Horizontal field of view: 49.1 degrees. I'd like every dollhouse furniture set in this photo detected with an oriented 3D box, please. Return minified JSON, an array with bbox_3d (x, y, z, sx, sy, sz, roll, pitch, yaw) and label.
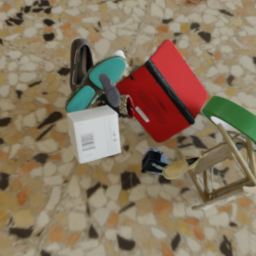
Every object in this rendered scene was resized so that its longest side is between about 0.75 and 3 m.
[{"bbox_3d":[0.393,-2.013,10.737,1.119,1.780,2.013,15,38,-14],"label":"dollhouse furniture set"}]

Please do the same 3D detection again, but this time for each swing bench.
[{"bbox_3d":[2.920,1.307,8.855,1.407,2.156,2.168,4,62,-31],"label":"swing bench"}]

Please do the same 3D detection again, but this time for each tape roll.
[{"bbox_3d":[3.654,-0.052,9.193,2.581,2.581,0.620,37,93,17],"label":"tape roll"}]

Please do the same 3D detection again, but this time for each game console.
[{"bbox_3d":[1.259,-1.282,10.183,2.399,2.784,1.652,-33,20,23],"label":"game console"}]

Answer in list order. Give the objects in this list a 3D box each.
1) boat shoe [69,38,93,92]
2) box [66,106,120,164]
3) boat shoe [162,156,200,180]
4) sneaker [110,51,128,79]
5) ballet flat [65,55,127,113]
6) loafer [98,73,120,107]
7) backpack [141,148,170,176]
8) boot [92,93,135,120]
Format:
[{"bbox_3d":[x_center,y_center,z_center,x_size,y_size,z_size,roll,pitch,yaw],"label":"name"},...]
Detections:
[{"bbox_3d":[-1.733,-2.006,10.513,0.884,2.643,0.753,-13,33,-24],"label":"boat shoe"},{"bbox_3d":[-0.993,0.163,8.133,1.301,1.295,0.851,-14,27,-20],"label":"box"},{"bbox_3d":[1.612,1.124,8.428,1.296,0.493,0.464,-23,71,-28],"label":"boat shoe"},{"bbox_3d":[-0.584,-1.822,9.518,0.572,1.627,0.652,-8,60,-41],"label":"sneaker"},{"bbox_3d":[-1.090,-1.423,8.945,2.510,0.932,0.932,-40,68,10],"label":"ballet flat"},{"bbox_3d":[-0.534,-1.086,8.209,0.385,0.338,1.072,-26,86,-8],"label":"loafer"},{"bbox_3d":[1.012,1.218,9.636,0.972,0.887,0.654,15,47,-10],"label":"backpack"},{"bbox_3d":[-0.452,-0.408,9.531,1.332,1.769,0.647,4,31,26],"label":"boot"}]
